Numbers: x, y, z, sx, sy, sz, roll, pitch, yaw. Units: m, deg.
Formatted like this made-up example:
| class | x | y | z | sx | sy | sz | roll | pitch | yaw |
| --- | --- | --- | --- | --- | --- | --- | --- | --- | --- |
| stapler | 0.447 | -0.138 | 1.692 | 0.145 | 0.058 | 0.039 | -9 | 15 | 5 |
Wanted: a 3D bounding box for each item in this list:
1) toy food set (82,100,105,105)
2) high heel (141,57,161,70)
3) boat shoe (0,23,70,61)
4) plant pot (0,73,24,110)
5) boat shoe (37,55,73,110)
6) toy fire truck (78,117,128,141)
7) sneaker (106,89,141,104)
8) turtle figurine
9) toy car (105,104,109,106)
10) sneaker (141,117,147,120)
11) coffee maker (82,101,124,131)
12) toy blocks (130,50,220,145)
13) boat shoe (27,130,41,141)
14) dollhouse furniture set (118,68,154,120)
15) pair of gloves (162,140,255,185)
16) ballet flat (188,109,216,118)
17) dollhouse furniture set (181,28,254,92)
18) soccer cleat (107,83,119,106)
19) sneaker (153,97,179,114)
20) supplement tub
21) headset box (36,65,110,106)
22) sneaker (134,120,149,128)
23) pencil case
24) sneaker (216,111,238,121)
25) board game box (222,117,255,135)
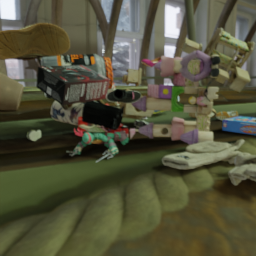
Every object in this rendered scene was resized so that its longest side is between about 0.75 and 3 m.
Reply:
| class | x | y | z | sx | sy | sz | roll | pitch | yaw |
| --- | --- | --- | --- | --- | --- | --- | --- | --- | --- |
| toy food set | -1.399 | -0.902 | 11.571 | 1.341 | 1.942 | 0.390 | 24 | 61 | 36 |
| high heel | 1.031 | -2.705 | 11.165 | 1.279 | 0.614 | 0.431 | 6 | 23 | -45 |
| boat shoe | -2.819 | -2.334 | 7.842 | 0.930 | 0.932 | 2.583 | 2 | 22 | 39 |
| plant pot | -7.140 | -1.966 | 15.502 | 2.298 | 2.636 | 2.636 | 16 | 6 | -18 |
| boat shoe | -2.648 | -2.074 | 10.830 | 0.979 | 2.881 | 1.036 | -23 | -14 | -18 |
| toy fire truck | -0.888 | 0.022 | 9.326 | 1.269 | 0.439 | 1.800 | -6 | 19 | -25 |
| sneaker | -0.051 | -0.891 | 7.870 | 1.054 | 0.373 | 0.523 | -3 | -1 | -21 |
| turtle figurine | -0.735 | 0.350 | 7.120 | 1.203 | 0.809 | 1.607 | 7 | 7 | 31 |
| toy car | -1.773 | -1.145 | 15.053 | 1.742 | 0.388 | 1.639 | 2 | 1 | 10 |
| sneaker | 0.747 | -0.645 | 13.148 | 0.328 | 0.380 | 0.867 | -1 | 11 | -6 |
| coffee maker | -0.807 | -0.415 | 8.575 | 1.158 | 0.780 | 1.113 | 13 | 5 | 8 |
| toy blocks | 1.217 | -0.842 | 8.264 | 2.392 | 2.655 | 2.841 | 3 | 12 | 10 |
| boat shoe | -3.006 | 0.234 | 8.804 | 0.270 | 0.323 | 0.903 | 0 | 5 | 1 |
| dollhouse furniture set | 0.222 | -1.319 | 11.707 | 1.166 | 1.854 | 2.097 | 5 | -4 | -16 |
| pair of gloves | 2.356 | 0.688 | 5.966 | 2.615 | 0.458 | 2.223 | 2 | 12 | 45 |
| ballet flat | 3.551 | -0.683 | 13.202 | 1.414 | 0.498 | 0.461 | -7 | 27 | -15 |
| dollhouse furniture set | 2.322 | -1.915 | 7.202 | 1.656 | 0.920 | 1.464 | 21 | 39 | -5 |
| soccer cleat | -0.685 | -1.520 | 12.585 | 0.434 | 1.118 | 0.387 | -8 | 23 | 30 |
| sneaker | 1.941 | -1.189 | 13.877 | 1.887 | 0.714 | 0.991 | -27 | 8 | -21 |
| supplement tub | -1.729 | -1.771 | 9.523 | 2.268 | 1.390 | 1.390 | -7 | 12 | -14 |
| headset box | -1.464 | -1.259 | 7.865 | 1.281 | 0.646 | 1.723 | 33 | 31 | 33 |
| sneaker | 0.647 | -0.111 | 10.538 | 0.530 | 0.345 | 0.918 | 3 | 12 | -28 |
| pencil case | -2.153 | -0.641 | 11.407 | 1.162 | 1.011 | 2.598 | -19 | 20 | -40 |
| sneaker | 4.382 | -0.502 | 12.640 | 1.129 | 0.427 | 0.495 | -3 | -7 | -20 |
| board game box | 4.560 | -0.057 | 9.911 | 1.925 | 0.433 | 1.464 | 9 | 13 | 42 |
